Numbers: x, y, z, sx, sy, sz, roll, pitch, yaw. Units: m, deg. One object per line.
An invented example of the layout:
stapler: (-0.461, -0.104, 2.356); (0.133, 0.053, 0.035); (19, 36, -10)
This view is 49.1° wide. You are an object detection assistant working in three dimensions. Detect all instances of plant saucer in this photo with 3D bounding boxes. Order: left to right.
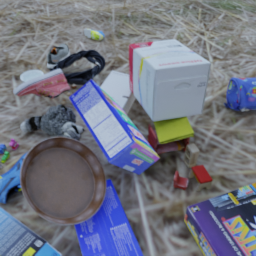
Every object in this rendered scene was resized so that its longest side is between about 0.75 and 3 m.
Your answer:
plant saucer: (-1.441, 1.174, 6.314); (2.022, 0.348, 2.022); (19, 54, -29)

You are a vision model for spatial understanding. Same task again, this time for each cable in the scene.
cable: (-2.159, -2.565, 11.575); (2.354, 0.598, 1.920); (5, 55, 21)

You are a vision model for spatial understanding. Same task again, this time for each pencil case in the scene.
pencil case: (4.988, -1.181, 9.968); (2.901, 1.132, 1.260); (-1, 73, -2)

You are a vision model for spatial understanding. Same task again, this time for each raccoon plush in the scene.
raccoon plush: (-2.376, 0.237, 8.869); (2.089, 1.011, 1.400); (-23, 52, 16)

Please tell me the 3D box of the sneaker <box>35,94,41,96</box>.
sneaker: (-3.171, -1.612, 10.981); (1.012, 0.437, 0.407); (-27, 50, -28)

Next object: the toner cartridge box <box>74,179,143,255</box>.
toner cartridge box: (-0.545, 2.423, 6.399); (1.197, 0.544, 2.520); (-13, 44, -16)

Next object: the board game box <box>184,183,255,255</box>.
board game box: (2.733, 2.564, 6.137); (2.029, 0.696, 2.454); (-14, 43, -17)

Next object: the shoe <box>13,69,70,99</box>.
shoe: (-3.034, -1.364, 10.003); (1.878, 0.671, 0.854); (-30, 94, -23)

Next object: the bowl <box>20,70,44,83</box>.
bowl: (-3.851, -1.941, 11.359); (0.931, 0.419, 0.931); (-1, 42, 0)

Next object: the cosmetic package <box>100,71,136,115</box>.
cosmetic package: (-0.432, -1.101, 10.068); (1.184, 0.851, 2.097); (14, 45, 9)

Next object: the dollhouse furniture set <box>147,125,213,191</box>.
dollhouse furniture set: (1.425, 0.779, 7.992); (1.142, 0.863, 2.122); (-11, 43, -12)

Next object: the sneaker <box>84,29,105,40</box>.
sneaker: (-1.734, -4.913, 14.729); (1.192, 0.452, 0.626); (32, 38, 22)

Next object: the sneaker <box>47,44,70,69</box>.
sneaker: (-3.168, -3.420, 12.766); (0.705, 0.756, 1.908); (4, 41, 7)

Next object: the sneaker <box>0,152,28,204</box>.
sneaker: (-2.900, 1.312, 7.663); (0.705, 0.593, 1.799); (28, 50, 16)

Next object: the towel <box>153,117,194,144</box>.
towel: (1.268, -0.263, 8.631); (1.008, 0.212, 2.343); (-17, 30, 6)

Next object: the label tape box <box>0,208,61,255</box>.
label tape box: (-2.597, 2.806, 5.904); (2.027, 0.670, 1.452); (25, 48, 22)

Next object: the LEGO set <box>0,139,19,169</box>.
LEGO set: (-3.821, 0.721, 8.338); (0.459, 0.494, 1.203); (8, 42, 10)

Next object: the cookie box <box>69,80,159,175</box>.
cookie box: (-0.336, 0.041, 7.665); (0.853, 1.943, 2.271); (-39, 63, 7)

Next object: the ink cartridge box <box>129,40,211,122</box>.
ink cartridge box: (1.135, -1.527, 8.590); (1.667, 1.659, 2.294); (-9, 34, -14)

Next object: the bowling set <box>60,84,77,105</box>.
bowling set: (-2.042, -1.216, 10.301); (0.988, 0.688, 0.531); (-8, 22, -5)
